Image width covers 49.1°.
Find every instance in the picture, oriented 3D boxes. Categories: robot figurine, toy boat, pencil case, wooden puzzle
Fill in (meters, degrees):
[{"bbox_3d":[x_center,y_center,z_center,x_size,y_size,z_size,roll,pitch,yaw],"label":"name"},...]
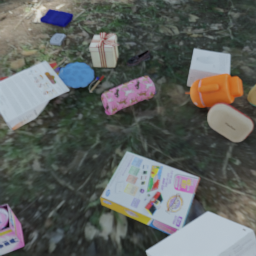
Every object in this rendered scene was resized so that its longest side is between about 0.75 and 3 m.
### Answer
[{"bbox_3d":[2.889,-1.231,9.456,1.768,1.031,1.272,-8,31,32],"label":"robot figurine"},{"bbox_3d":[3.202,-0.259,8.831,1.383,0.902,0.904,35,32,6],"label":"toy boat"},{"bbox_3d":[0.003,-1.113,9.652,1.904,0.788,0.824,-23,84,-19],"label":"pencil case"},{"bbox_3d":[-3.408,-1.744,10.646,2.946,0.207,1.747,-18,50,-15],"label":"wooden puzzle"}]

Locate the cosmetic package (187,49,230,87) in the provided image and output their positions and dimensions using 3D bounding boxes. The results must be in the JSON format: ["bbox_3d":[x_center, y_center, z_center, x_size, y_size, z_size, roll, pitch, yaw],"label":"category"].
[{"bbox_3d":[3.050,-2.179,10.602,1.385,0.851,1.380,12,49,10],"label":"cosmetic package"}]

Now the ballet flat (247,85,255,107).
[{"bbox_3d":[5.389,-0.707,9.271,2.769,0.873,0.950,26,53,21],"label":"ballet flat"}]

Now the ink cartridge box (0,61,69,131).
[{"bbox_3d":[-3.420,-1.183,9.681,2.269,0.569,1.840,-30,61,-20],"label":"ink cartridge box"}]

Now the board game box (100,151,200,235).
[{"bbox_3d":[0.602,1.678,7.411,2.164,0.436,1.656,19,51,17],"label":"board game box"}]

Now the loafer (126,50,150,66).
[{"bbox_3d":[0.414,-2.911,11.595,1.146,0.361,0.412,-26,53,-22],"label":"loafer"}]

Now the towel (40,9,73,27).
[{"bbox_3d":[-3.535,-5.409,13.899,1.392,0.345,1.028,17,57,14],"label":"towel"}]

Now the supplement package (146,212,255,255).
[{"bbox_3d":[1.533,2.712,5.680,1.783,0.988,1.388,-23,8,-20],"label":"supplement package"}]

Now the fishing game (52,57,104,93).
[{"bbox_3d":[-1.981,-1.983,10.764,1.916,0.298,1.372,26,57,11],"label":"fishing game"}]

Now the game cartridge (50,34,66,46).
[{"bbox_3d":[-3.217,-4.021,12.747,0.532,0.161,0.798,12,49,6],"label":"game cartridge"}]

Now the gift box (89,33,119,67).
[{"bbox_3d":[-0.875,-3.175,11.302,1.157,1.081,1.068,-2,48,6],"label":"gift box"}]

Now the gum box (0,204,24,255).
[{"bbox_3d":[-3.458,2.520,6.220,1.904,1.080,0.629,-17,50,-15],"label":"gum box"}]
